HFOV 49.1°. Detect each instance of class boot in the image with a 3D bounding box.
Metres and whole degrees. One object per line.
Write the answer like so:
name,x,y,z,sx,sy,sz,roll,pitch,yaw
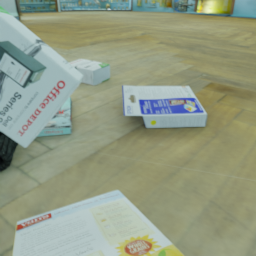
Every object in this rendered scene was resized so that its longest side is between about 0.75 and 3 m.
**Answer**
boot,-4.308,0.313,8.012,2.781,1.046,2.079,-7,39,13

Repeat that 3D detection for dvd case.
dvd case,-3.049,-0.451,10.213,1.958,0.295,2.682,-4,30,-8

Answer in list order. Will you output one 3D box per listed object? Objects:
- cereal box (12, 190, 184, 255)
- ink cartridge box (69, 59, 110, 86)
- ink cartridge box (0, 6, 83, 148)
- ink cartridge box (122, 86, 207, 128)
cereal box,-0.656,1.899,4.322,2.117,0.582,2.943,-14,8,-17
ink cartridge box,-2.067,-2.847,14.154,1.889,0.797,1.380,17,33,29
ink cartridge box,-2.377,-1.084,5.511,2.450,1.788,1.030,38,10,-14
ink cartridge box,1.211,-0.878,10.697,2.864,0.673,2.830,-2,30,-1
